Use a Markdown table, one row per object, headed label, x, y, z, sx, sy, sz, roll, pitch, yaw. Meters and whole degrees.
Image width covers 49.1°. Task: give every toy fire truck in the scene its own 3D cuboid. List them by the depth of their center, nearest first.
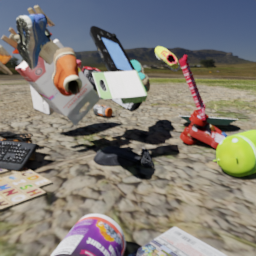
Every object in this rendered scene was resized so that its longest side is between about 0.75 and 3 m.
| label | x | y | z | sx | sy | sz | roll | pitch | yaw |
| --- | --- | --- | --- | --- | --- | --- | --- | --- | --- |
| toy fire truck | 3.185 | 0.196 | 11.443 | 1.713 | 1.143 | 2.039 | 29 | 22 | 12 |

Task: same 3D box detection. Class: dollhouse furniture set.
| label | x | y | z | sx | sy | sz | roll | pitch | yaw |
| --- | --- | --- | --- | --- | --- | --- | --- | --- | --- |
| dollhouse furniture set | -2.895 | -2.414 | 8.172 | 2.048 | 2.070 | 1.066 | 20 | -20 | 51 |

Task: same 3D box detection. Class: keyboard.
| label | x | y | z | sx | sy | sz | roll | pitch | yaw |
| --- | --- | --- | --- | --- | --- | --- | --- | --- | --- |
| keyboard | -4.283 | 0.578 | 9.195 | 2.807 | 0.556 | 1.461 | 3 | 44 | 22 |

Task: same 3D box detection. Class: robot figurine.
| label | x | y | z | sx | sy | sz | roll | pitch | yaw |
| --- | --- | --- | --- | --- | --- | --- | --- | --- | --- |
| robot figurine | 3.565 | 0.756 | 8.447 | 2.136 | 1.235 | 1.874 | -10 | -9 | -33 |

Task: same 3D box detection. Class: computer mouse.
| label | x | y | z | sx | sy | sz | roll | pitch | yaw |
| --- | --- | --- | --- | --- | --- | --- | --- | --- | --- |
| computer mouse | -0.185 | 0.887 | 9.398 | 1.987 | 0.524 | 1.376 | 0 | 15 | -1 |

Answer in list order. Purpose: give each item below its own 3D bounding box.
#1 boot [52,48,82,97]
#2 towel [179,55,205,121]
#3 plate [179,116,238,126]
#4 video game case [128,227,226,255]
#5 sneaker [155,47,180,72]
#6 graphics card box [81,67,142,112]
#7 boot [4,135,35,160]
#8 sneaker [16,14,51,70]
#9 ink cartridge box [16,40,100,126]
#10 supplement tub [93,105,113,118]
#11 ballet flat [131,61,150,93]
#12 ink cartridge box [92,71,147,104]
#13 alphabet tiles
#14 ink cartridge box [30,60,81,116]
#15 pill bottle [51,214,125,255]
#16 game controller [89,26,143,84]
| label | x | y | z | sx | sy | sz | roll | pitch | yaw |
| --- | --- | --- | --- | --- | --- | --- | --- | --- | --- |
| boot | -1.363 | -0.993 | 6.374 | 0.587 | 0.839 | 1.565 | -17 | -18 | -16 |
| towel | 2.554 | -1.626 | 10.958 | 0.276 | 2.452 | 1.773 | -20 | 11 | 20 |
| plate | 3.946 | -0.362 | 13.937 | 2.853 | 0.365 | 2.853 | 3 | 2 | 0 |
| video game case | 0.920 | 2.294 | 4.522 | 1.469 | 0.185 | 1.612 | -12 | 20 | -40 |
| sneaker | 1.687 | -3.080 | 12.030 | 1.426 | 0.557 | 0.644 | 46 | -1 | 21 |
| graphics card box | -0.584 | -1.488 | 10.712 | 2.385 | 0.607 | 1.497 | 30 | 13 | 5 |
| boot | -4.071 | 0.740 | 9.753 | 1.453 | 0.718 | 1.871 | -13 | 29 | -19 |
| sneaker | -2.187 | -2.023 | 6.703 | 0.750 | 0.661 | 1.683 | -34 | -7 | -30 |
| ink cartridge box | -2.191 | -1.415 | 9.196 | 0.840 | 2.488 | 1.449 | 17 | 59 | 49 |
| supplement tub | -1.475 | -0.975 | 16.494 | 1.106 | 0.678 | 0.678 | 12 | 19 | 39 |
| ballet flat | 0.463 | -2.209 | 12.530 | 0.805 | 0.893 | 2.373 | -27 | 34 | 4 |
| ink cartridge box | -0.273 | -1.218 | 8.450 | 1.471 | 0.353 | 1.070 | -8 | 59 | -19 |
| alphabet tiles | -3.466 | 1.567 | 7.585 | 2.579 | 0.097 | 2.156 | 13 | 19 | 43 |
| ink cartridge box | -3.025 | -1.831 | 11.999 | 0.967 | 1.661 | 2.280 | 20 | 40 | 20 |
| pill bottle | -0.689 | 2.041 | 3.973 | 0.926 | 0.926 | 1.663 | 4 | 15 | 15 |
| game controller | -0.471 | -2.626 | 10.473 | 0.619 | 2.940 | 1.533 | -38 | -27 | 23 |
